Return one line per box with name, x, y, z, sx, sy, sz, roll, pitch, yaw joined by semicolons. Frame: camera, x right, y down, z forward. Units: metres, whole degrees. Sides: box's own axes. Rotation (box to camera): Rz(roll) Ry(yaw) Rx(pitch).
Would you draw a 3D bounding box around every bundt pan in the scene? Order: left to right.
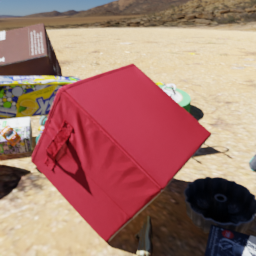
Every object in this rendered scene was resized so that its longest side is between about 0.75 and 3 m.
bundt pan;2.233;1.983;6.893;1.778;0.667;1.778;0;25;0

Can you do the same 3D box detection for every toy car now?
toy car;-3.284;0.083;8.934;1.403;0.688;0.467;-32;32;-30

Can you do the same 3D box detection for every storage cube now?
storage cube;-0.202;0.495;6.659;2.688;2.556;2.990;44;40;11

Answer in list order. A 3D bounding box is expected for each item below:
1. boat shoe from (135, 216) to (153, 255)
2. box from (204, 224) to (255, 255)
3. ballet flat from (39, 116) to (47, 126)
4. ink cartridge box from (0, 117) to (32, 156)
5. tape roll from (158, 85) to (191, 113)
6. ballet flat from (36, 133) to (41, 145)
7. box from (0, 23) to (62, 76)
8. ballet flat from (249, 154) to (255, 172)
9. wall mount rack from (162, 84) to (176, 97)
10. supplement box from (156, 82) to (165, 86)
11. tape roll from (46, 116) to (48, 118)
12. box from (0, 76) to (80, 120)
boat shoe;0.343;2.427;6.357;0.403;0.379;1.058;-8;24;10
box;2.056;2.666;5.511;1.093;0.625;1.201;11;28;20
ballet flat;-2.481;-0.611;11.978;2.730;1.014;1.014;-13;29;-28
ink cartridge box;-4.837;0.360;10.047;2.605;0.656;1.419;-6;35;-14
tape roll;1.429;-1.205;13.286;2.995;0.720;2.995;2;28;-1
ballet flat;-1.654;0.581;9.381;2.955;1.079;1.079;11;28;22
box;-3.398;-2.079;9.802;1.764;2.148;1.782;-13;55;-4
ballet flat;4.821;1.075;8.781;1.940;0.709;0.709;2;26;4
wall mount rack;0.757;-1.121;9.628;1.717;0.640;1.491;-48;43;-11
supplement box;1.591;-2.259;15.864;0.934;0.512;0.509;-6;26;-11
tape roll;-2.915;-0.805;10.865;0.828;0.828;0.569;9;46;18
box;-2.665;-0.936;8.143;2.902;1.017;0.933;-9;27;-40
